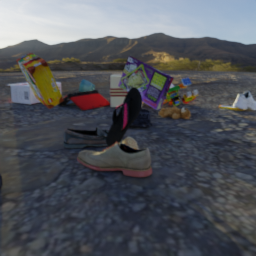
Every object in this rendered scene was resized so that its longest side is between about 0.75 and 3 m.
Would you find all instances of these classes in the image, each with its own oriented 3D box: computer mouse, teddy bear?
[{"bbox_3d":[0.495,-0.294,11.447,1.126,0.429,1.626,3,26,10],"label":"computer mouse"},{"bbox_3d":[2.104,-0.716,12.780,1.456,0.486,1.056,10,20,35],"label":"teddy bear"}]

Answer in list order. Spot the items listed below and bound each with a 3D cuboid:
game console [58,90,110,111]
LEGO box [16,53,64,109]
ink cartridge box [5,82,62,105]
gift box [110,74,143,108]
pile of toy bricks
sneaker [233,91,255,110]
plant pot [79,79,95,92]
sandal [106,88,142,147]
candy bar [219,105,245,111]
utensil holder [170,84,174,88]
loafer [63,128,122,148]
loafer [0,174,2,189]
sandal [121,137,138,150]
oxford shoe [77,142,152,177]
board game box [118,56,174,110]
[{"bbox_3d":[-2.457,-1.320,15.596,1.856,1.278,2.153,-29,-8,42],"label":"game console"},{"bbox_3d":[-2.770,-1.483,8.856,0.571,1.481,1.103,-36,44,-22],"label":"LEGO box"},{"bbox_3d":[-5.808,-2.234,17.311,2.237,1.068,2.548,9,17,30],"label":"ink cartridge box"},{"bbox_3d":[0.078,-2.209,15.372,1.987,2.128,1.964,2,20,4],"label":"gift box"},{"bbox_3d":[2.311,-1.835,15.864,2.895,1.606,1.429,-16,-20,-16],"label":"pile of toy bricks"},{"bbox_3d":[6.142,-1.394,14.278,1.822,0.905,0.710,-3,20,-40],"label":"sneaker"},{"bbox_3d":[-2.935,-2.903,20.277,0.934,0.994,0.994,18,18,8],"label":"plant pot"},{"bbox_3d":[-0.177,-0.244,7.258,0.388,1.721,0.646,17,16,-44],"label":"sandal"},{"bbox_3d":[5.394,-1.022,14.570,1.385,0.153,0.345,12,19,35],"label":"candy bar"},{"bbox_3d":[2.093,-2.195,17.142,1.142,1.142,1.344,14,18,43],"label":"utensil holder"},{"bbox_3d":[-1.087,0.255,8.868,1.891,0.595,0.679,-5,16,-19],"label":"loafer"},{"bbox_3d":[-3.184,0.962,6.385,0.486,0.502,1.431,-10,18,-34],"label":"loafer"},{"bbox_3d":[-0.017,0.503,8.028,0.610,0.547,1.663,-1,15,-3],"label":"sandal"},{"bbox_3d":[-0.359,0.672,6.988,2.008,0.751,0.707,5,16,19],"label":"oxford shoe"},{"bbox_3d":[0.709,-2.038,12.537,2.575,1.545,0.416,37,20,35],"label":"board game box"}]
